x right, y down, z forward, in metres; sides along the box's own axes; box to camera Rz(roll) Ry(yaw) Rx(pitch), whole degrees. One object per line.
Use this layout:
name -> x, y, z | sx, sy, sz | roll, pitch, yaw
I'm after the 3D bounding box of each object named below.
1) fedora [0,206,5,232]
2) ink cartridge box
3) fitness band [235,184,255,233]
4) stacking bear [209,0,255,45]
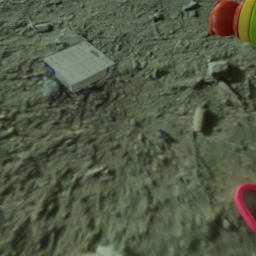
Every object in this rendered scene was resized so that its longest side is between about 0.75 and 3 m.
fedora -> -3.510, 2.359, 6.439 | 1.490, 0.673, 1.318 | 0, 51, -1
ink cartridge box -> -1.796, -2.340, 10.435 | 1.947, 0.422, 1.912 | -32, 58, -26
fitness band -> 3.313, 2.021, 7.009 | 0.996, 0.260, 1.387 | -16, 52, -9
stacking bear -> 3.115, -2.615, 6.780 | 2.295, 1.394, 1.305 | 18, 23, 36
